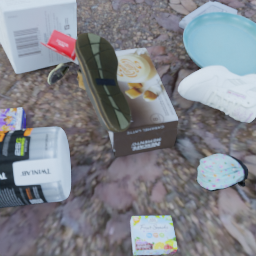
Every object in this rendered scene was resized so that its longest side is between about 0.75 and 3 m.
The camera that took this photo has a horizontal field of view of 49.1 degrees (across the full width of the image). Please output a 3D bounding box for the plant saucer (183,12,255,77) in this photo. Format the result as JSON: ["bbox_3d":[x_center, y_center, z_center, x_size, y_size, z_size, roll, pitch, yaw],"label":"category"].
[{"bbox_3d":[3.228,-2.658,9.152,2.954,0.405,2.954,2,60,-3],"label":"plant saucer"}]

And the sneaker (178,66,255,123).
[{"bbox_3d":[2.641,-0.839,7.221,2.667,0.998,1.328,3,54,-9],"label":"sneaker"}]

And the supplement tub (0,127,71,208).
[{"bbox_3d":[-2.589,0.853,5.845,2.598,1.592,1.592,-6,52,-6],"label":"supplement tub"}]

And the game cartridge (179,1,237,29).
[{"bbox_3d":[3.083,-4.035,10.490,1.388,0.421,2.082,36,60,29],"label":"game cartridge"}]

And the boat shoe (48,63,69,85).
[{"bbox_3d":[-1.979,-1.546,7.960,0.261,0.295,0.805,10,58,29],"label":"boat shoe"}]

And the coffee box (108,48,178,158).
[{"bbox_3d":[0.078,-0.772,7.431,1.602,1.117,2.802,-10,52,-8],"label":"coffee box"}]

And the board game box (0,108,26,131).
[{"bbox_3d":[-3.235,0.192,7.176,1.026,0.342,1.526,-7,52,-6],"label":"board game box"}]

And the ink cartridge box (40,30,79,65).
[{"bbox_3d":[-1.607,-2.224,7.988,0.947,1.630,0.548,29,96,20],"label":"ink cartridge box"}]

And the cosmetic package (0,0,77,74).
[{"bbox_3d":[-3.020,-3.433,8.748,2.073,2.086,2.492,-21,57,-24],"label":"cosmetic package"}]

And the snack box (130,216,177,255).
[{"bbox_3d":[0.487,2.105,5.526,0.821,0.278,0.692,3,45,-9],"label":"snack box"}]

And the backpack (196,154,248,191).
[{"bbox_3d":[1.990,0.959,6.160,1.034,0.655,0.863,-12,19,-26],"label":"backpack"}]

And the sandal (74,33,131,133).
[{"bbox_3d":[-0.661,-1.028,6.345,1.085,0.725,2.655,-3,67,-43],"label":"sandal"}]
